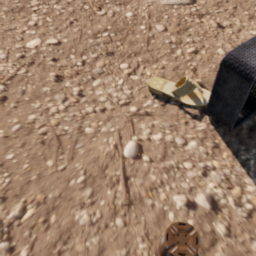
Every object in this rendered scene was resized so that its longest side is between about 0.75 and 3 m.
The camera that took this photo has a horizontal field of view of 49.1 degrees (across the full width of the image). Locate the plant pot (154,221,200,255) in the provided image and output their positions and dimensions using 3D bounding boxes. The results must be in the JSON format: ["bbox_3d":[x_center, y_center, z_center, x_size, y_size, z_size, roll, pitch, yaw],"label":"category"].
[{"bbox_3d":[1.250,2.892,6.882,1.134,1.123,1.134,0,51,0],"label":"plant pot"}]

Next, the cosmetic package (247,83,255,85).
[{"bbox_3d":[4.497,-2.015,10.716,1.064,1.068,0.656,19,56,14],"label":"cosmetic package"}]

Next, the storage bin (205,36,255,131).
[{"bbox_3d":[3.803,-1.402,9.255,1.774,2.624,1.230,-33,59,-23],"label":"storage bin"}]

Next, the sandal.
[{"bbox_3d":[1.986,-1.550,10.450,2.594,0.853,0.951,16,57,12],"label":"sandal"}]
